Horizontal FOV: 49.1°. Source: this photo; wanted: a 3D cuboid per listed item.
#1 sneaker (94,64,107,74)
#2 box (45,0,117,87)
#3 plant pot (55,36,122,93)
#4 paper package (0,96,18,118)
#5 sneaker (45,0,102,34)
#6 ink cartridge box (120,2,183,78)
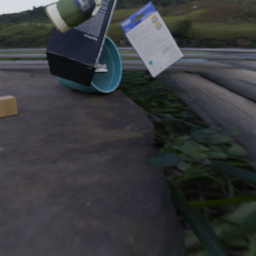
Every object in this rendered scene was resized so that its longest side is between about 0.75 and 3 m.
[{"bbox_3d":[-1.546,-2.826,13.320,1.108,0.439,0.410,-1,-1,0],"label":"sneaker"},{"bbox_3d":[-1.575,-3.056,9.448,1.617,2.565,2.609,15,-8,-11],"label":"box"},{"bbox_3d":[-2.317,-3.195,14.930,2.772,2.950,2.950,-3,15,36],"label":"plant pot"},{"bbox_3d":[-4.908,-0.848,11.155,0.411,0.757,0.794,17,26,39],"label":"paper package"},{"bbox_3d":[-1.011,-2.874,6.392,1.082,0.808,2.410,-24,29,16],"label":"sneaker"},{"bbox_3d":[1.014,-3.802,12.246,1.637,2.743,0.576,-35,26,7],"label":"ink cartridge box"}]
